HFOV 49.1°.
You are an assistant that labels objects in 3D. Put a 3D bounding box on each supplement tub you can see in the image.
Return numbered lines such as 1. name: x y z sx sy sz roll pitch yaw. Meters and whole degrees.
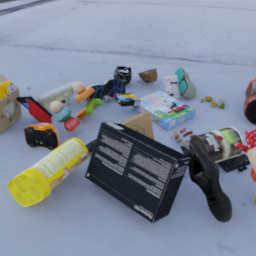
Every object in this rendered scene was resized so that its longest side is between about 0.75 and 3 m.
1. supplement tub: 6.053 -1.395 12.585 1.506 1.506 2.815 13 38 18

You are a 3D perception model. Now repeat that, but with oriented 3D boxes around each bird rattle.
1. bird rattle: 3.942 1.157 8.024 1.309 2.324 1.894 -22 -2 21

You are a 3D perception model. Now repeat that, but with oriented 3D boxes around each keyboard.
1. keyboard: 3.907 1.278 10.000 1.250 0.160 0.751 -15 38 -19

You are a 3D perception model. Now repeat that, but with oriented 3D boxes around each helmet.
1. helmet: -0.295 -2.741 14.878 1.084 1.033 1.084 7 56 -10

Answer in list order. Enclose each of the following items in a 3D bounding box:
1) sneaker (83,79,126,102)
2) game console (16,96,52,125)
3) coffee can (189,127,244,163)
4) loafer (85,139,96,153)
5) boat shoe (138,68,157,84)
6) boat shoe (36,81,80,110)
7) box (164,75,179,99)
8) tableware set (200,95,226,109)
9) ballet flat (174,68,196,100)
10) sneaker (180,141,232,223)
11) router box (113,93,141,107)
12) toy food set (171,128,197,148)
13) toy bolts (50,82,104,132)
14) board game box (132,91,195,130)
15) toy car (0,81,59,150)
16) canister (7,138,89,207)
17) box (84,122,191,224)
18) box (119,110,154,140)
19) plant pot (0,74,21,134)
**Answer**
1. sneaker: -1.223 -1.810 13.599 2.580 0.977 0.994 -13 9 -39
2. game console: -3.902 -0.564 11.630 1.262 1.465 0.869 0 59 28
3. coffee can: 3.128 0.658 9.973 1.538 1.126 1.126 -13 38 -18
4. loafer: -1.308 0.626 10.510 1.095 0.384 0.372 -27 58 -30
5. boat shoe: 1.021 -2.686 14.910 0.732 0.691 2.034 -14 9 -8
6. boat shoe: -3.090 -1.493 13.040 2.427 0.753 0.874 -31 4 -35
7. box: 2.109 -1.952 13.598 0.645 1.106 0.333 -5 23 7
8. tableware set: 4.091 -1.217 13.499 1.172 0.180 0.790 17 42 20
9. ballet flat: 2.982 -2.261 14.569 0.820 0.868 2.575 22 33 -16
10. sneaker: 2.188 1.526 7.968 1.159 0.667 2.222 22 48 -40
11. router box: -0.049 -1.253 12.509 1.016 0.260 0.758 -7 39 -35
12. toy food set: 2.189 0.327 10.820 1.154 0.182 0.734 16 74 41
13. toy bolts: -2.282 -0.875 11.560 1.924 1.334 1.837 -45 16 -24
14. board game box: 1.585 -0.872 12.757 1.753 0.424 2.317 -24 41 -30
15. toy car: -3.501 -0.551 10.514 1.446 2.948 0.981 -10 26 19
16. canister: -2.414 1.318 8.744 1.626 0.948 2.189 -29 9 41
17. box: 0.185 1.205 8.389 2.730 1.927 1.077 27 12 32
18. box: 0.112 0.284 10.076 1.720 1.406 0.183 -25 38 -16
19. plant pot: -5.747 -0.975 11.625 1.962 2.216 2.213 19 38 9
